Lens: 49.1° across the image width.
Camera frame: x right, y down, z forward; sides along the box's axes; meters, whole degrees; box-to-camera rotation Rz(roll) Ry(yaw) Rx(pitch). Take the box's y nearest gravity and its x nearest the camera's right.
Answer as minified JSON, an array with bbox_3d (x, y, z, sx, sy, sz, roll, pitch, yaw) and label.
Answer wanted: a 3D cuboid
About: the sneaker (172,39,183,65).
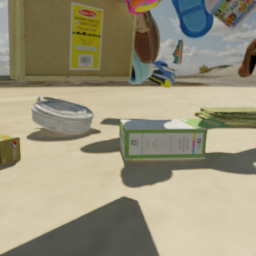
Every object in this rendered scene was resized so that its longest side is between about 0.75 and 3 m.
[{"bbox_3d":[1.986,-3.079,11.348,0.404,1.010,0.360,12,25,22],"label":"sneaker"}]

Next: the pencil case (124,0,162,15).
[{"bbox_3d":[-0.022,-2.612,3.847,0.860,1.945,0.860,-25,10,5],"label":"pencil case"}]

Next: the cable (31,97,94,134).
[{"bbox_3d":[-1.985,-0.362,8.468,1.838,0.637,1.839,11,16,-9],"label":"cable"}]

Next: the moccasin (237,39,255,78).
[{"bbox_3d":[3.764,-2.130,8.431,0.484,1.322,0.510,38,-15,-28],"label":"moccasin"}]

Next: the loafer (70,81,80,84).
[{"bbox_3d":[-2.456,-3.144,11.039,1.006,2.947,1.115,-12,25,-14],"label":"loafer"}]

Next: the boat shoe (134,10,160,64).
[{"bbox_3d":[0.177,-3.007,7.814,0.955,2.523,0.906,-10,12,38],"label":"boat shoe"}]

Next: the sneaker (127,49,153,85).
[{"bbox_3d":[-0.361,-2.496,8.736,1.009,2.729,1.118,-43,5,43],"label":"sneaker"}]

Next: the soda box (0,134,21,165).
[{"bbox_3d":[-2.850,0.370,5.697,1.419,0.481,0.454,6,12,29],"label":"soda box"}]

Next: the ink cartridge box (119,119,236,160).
[{"bbox_3d":[0.967,0.211,6.042,2.237,0.663,1.161,-1,10,-7],"label":"ink cartridge box"}]

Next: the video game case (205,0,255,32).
[{"bbox_3d":[3.015,-3.969,8.686,0.157,1.742,1.248,-54,5,-31],"label":"video game case"}]

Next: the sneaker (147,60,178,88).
[{"bbox_3d":[1.043,-2.173,10.511,1.839,0.756,0.680,34,-12,25],"label":"sneaker"}]

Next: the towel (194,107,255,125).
[{"bbox_3d":[3.946,-0.448,10.170,2.741,0.500,2.033,-1,9,1],"label":"towel"}]

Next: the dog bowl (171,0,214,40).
[{"bbox_3d":[1.826,-3.307,7.999,0.939,1.685,0.418,-17,-6,12],"label":"dog bowl"}]

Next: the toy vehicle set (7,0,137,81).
[{"bbox_3d":[-0.669,-1.350,4.063,0.276,1.296,2.086,17,18,38],"label":"toy vehicle set"}]
